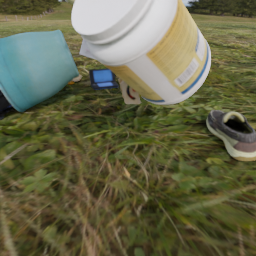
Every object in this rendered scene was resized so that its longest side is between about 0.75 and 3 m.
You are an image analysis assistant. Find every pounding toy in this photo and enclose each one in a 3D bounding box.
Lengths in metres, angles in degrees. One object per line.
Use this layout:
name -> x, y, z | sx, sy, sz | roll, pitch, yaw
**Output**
pounding toy -> 0.083, -1.224, 7.336 | 0.648, 1.133, 0.650 | -16, 39, -3

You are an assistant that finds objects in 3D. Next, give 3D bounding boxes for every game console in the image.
game console -> -1.106, -2.239, 12.746 | 1.156, 0.684, 0.987 | -9, 26, -17

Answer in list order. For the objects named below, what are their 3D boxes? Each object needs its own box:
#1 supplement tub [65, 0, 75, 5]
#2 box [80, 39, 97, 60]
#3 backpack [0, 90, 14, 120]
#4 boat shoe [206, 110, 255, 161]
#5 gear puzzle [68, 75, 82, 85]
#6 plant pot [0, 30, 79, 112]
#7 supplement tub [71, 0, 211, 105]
supplement tub -> -0.990, -3.105, 6.317 | 1.073, 0.778, 0.778 | 25, 28, 0
box -> -0.004, -3.074, 8.746 | 2.522, 2.225, 1.219 | 14, 49, -12
backpack -> -3.958, -1.642, 9.776 | 2.293, 1.543, 2.094 | -28, 29, -1
boat shoe -> 2.979, -0.051, 7.977 | 0.948, 0.872, 2.653 | -1, 26, -2
gear puzzle -> -2.638, -2.302, 13.518 | 0.642, 0.162, 1.239 | 2, 29, 0
plant pot -> -3.109, -2.169, 9.718 | 2.400, 2.555, 2.555 | -22, 29, -3
supplement tub -> 0.347, -1.689, 5.317 | 1.797, 1.797, 2.485 | 24, -5, 40
